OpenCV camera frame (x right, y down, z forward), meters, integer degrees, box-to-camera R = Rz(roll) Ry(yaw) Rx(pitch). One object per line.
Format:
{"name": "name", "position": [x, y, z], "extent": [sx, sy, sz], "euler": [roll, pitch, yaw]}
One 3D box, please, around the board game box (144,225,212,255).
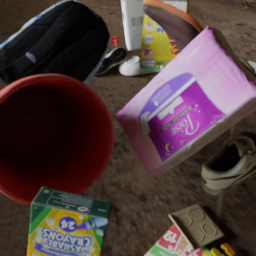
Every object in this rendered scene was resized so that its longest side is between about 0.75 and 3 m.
{"name": "board game box", "position": [0.730, 3.154, 6.006], "extent": [2.217, 0.332, 1.059], "euler": [-36, 55, -28]}

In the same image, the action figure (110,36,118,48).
{"name": "action figure", "position": [-1.753, -3.599, 12.522], "extent": [2.600, 0.672, 0.850], "euler": [-5, 40, 2]}

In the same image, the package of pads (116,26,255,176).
{"name": "package of pads", "position": [1.107, -0.390, 5.254], "extent": [0.974, 2.575, 1.551], "euler": [-1, 55, -53]}

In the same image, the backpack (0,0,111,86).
{"name": "backpack", "position": [-1.714, -1.874, 7.042], "extent": [2.211, 2.710, 2.084], "euler": [41, 6, -11]}

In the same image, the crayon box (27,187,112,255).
{"name": "crayon box", "position": [-0.860, 1.677, 3.919], "extent": [0.990, 1.575, 0.406], "euler": [12, 22, 0]}

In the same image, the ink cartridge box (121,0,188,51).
{"name": "ink cartridge box", "position": [0.765, -3.925, 8.566], "extent": [1.942, 2.674, 1.115], "euler": [-8, 28, -2]}

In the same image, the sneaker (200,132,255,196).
{"name": "sneaker", "position": [2.544, 0.510, 5.831], "extent": [2.316, 1.025, 0.858], "euler": [-33, 49, -5]}

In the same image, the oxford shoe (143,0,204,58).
{"name": "oxford shoe", "position": [1.304, -2.005, 6.501], "extent": [2.580, 0.936, 0.918], "euler": [31, 16, -15]}

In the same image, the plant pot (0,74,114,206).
{"name": "plant pot", "position": [-1.673, 0.036, 5.231], "extent": [2.214, 2.214, 1.959], "euler": [-28, 27, -25]}

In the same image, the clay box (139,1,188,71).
{"name": "clay box", "position": [0.940, -2.403, 7.512], "extent": [1.109, 0.459, 1.931], "euler": [7, 83, 9]}

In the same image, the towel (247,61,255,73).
{"name": "towel", "position": [5.100, -2.523, 11.756], "extent": [1.077, 0.186, 0.713], "euler": [21, 50, 19]}

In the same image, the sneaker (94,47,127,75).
{"name": "sneaker", "position": [-0.956, -2.690, 11.668], "extent": [1.907, 0.705, 0.756], "euler": [-26, 7, -10]}

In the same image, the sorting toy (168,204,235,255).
{"name": "sorting toy", "position": [1.729, 2.487, 6.568], "extent": [1.071, 0.192, 1.437], "euler": [-7, 40, -30]}

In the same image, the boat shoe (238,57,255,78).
{"name": "boat shoe", "position": [3.319, -1.018, 7.526], "extent": [0.731, 0.773, 2.150], "euler": [-25, 58, -23]}

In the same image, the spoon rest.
{"name": "spoon rest", "position": [0.758, -2.610, 11.618], "extent": [2.357, 0.714, 1.171], "euler": [-8, 43, 11]}
